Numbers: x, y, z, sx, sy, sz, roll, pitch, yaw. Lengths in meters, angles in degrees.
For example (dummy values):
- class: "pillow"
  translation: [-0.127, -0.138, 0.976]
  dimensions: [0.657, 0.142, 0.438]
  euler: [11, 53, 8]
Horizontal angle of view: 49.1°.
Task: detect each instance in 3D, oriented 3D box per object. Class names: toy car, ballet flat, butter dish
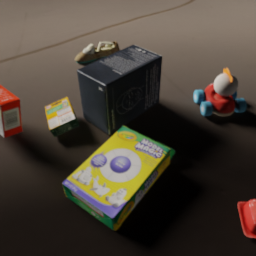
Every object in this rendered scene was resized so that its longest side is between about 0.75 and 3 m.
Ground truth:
- class: "toy car"
  translation: [3.021, -1.290, 8.953]
  dimensions: [1.403, 1.523, 1.347]
  euler: [-5, 41, -7]
- class: "ballet flat"
  translation: [-1.327, -3.306, 11.938]
  dimensions: [2.036, 0.665, 0.718]
  euler: [-20, 45, -21]
- class: "butter dish"
  translation: [2.912, 1.851, 5.986]
  dimensions: [0.885, 0.656, 0.887]
  euler: [5, 41, 4]

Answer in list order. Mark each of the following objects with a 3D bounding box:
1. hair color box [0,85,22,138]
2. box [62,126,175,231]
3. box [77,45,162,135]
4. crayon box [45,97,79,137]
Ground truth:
- class: "hair color box"
  translation: [-3.791, -0.654, 8.006]
  dimensions: [1.904, 1.056, 0.609]
  euler: [31, 39, 31]
- class: "box"
  translation: [-0.096, 0.988, 6.902]
  dimensions: [1.562, 0.644, 2.663]
  euler: [26, 49, 27]
- class: "box"
  translation: [-0.196, -1.238, 8.700]
  dimensions: [1.274, 1.765, 2.379]
  euler: [32, 50, 32]
- class: "crayon box"
  translation: [-2.050, -0.357, 8.589]
  dimensions: [0.814, 0.334, 1.295]
  euler: [-25, 42, -4]
